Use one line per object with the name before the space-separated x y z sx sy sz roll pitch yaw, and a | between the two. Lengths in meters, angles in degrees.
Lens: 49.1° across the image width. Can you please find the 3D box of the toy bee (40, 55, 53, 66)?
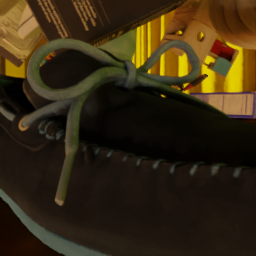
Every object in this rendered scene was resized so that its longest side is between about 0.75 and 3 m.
toy bee | -2.160 -1.745 7.786 1.135 0.743 0.617 -41 28 3

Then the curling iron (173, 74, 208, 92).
curling iron | 2.080 -1.491 9.408 0.509 0.262 2.052 14 -5 -15

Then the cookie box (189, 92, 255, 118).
cookie box | 4.530 -1.003 12.300 2.875 1.080 2.459 5 6 42

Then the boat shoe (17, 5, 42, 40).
boat shoe | -1.746 -3.024 6.017 2.595 1.106 0.959 -29 14 33

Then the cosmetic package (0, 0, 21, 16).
cosmetic package | -3.146 -2.940 5.139 1.032 1.469 2.897 -32 15 16

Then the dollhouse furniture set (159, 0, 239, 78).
dollhouse furniture set | 2.755 -2.880 8.939 2.598 1.820 1.831 21 14 -19

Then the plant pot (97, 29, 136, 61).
plant pot | -0.547 -2.124 7.689 1.717 1.150 1.717 -7 -17 -2

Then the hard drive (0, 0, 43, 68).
hard drive | -2.948 -3.037 7.428 1.709 2.446 0.463 38 -33 -24

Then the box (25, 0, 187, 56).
box | -0.623 -2.850 4.609 2.487 2.731 1.422 -26 14 0

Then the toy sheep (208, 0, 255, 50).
toy sheep | 2.267 -2.174 5.040 1.652 1.652 2.397 -1 11 -11

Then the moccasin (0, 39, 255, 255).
moccasin | -0.323 -0.021 1.727 2.990 1.019 1.203 4 6 38
